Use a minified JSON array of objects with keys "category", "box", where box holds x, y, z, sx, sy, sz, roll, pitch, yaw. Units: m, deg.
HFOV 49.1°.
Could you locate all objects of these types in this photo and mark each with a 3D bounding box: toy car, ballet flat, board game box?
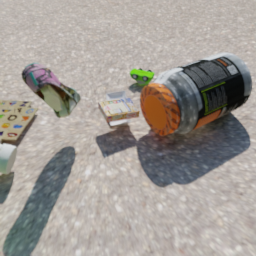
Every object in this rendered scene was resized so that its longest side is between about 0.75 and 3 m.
[{"category":"toy car","box":[1.041,-1.703,10.106,2.065,0.489,2.194,15,41,18]},{"category":"ballet flat","box":[-1.726,-0.719,6.759,0.804,2.327,0.828,-24,72,5]},{"category":"board game box","box":[-0.275,-0.531,8.072,0.996,0.231,0.755,-10,41,-21]}]

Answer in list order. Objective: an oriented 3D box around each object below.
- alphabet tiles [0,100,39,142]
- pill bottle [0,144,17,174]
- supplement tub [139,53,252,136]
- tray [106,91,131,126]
[{"category":"alphabet tiles","box":[-3.958,-0.178,8.439,2.036,0.077,2.447,3,37,8]},{"category":"pill bottle","box":[-3.558,0.590,6.703,1.554,0.889,0.889,15,39,-7]},{"category":"supplement tub","box":[1.946,-0.972,8.161,2.997,1.836,1.836,-22,45,-26]},{"category":"tray","box":[-0.315,-0.606,8.728,0.639,0.132,1.191,-9,63,-1]}]
